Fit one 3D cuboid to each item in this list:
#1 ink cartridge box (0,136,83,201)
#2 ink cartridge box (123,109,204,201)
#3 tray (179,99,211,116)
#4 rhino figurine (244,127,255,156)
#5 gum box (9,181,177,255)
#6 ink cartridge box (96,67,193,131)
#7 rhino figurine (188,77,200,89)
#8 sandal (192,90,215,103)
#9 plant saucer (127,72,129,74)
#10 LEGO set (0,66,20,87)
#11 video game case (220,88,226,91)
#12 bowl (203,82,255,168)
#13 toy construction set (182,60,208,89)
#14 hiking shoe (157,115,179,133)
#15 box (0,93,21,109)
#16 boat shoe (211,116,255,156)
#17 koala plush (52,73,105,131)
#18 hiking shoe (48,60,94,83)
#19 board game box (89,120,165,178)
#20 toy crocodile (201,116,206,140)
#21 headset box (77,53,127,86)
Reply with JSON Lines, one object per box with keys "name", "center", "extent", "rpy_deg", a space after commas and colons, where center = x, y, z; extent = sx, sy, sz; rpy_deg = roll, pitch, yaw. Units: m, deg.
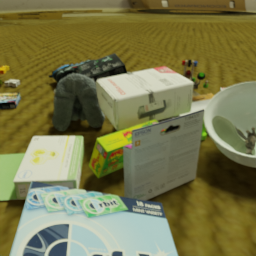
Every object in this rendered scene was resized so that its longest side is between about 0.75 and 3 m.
{"name": "ink cartridge box", "center": [-2.563, 0.966, 7.093], "extent": [2.724, 0.653, 1.982], "rpy_deg": [0, 29, -4]}
{"name": "ink cartridge box", "center": [0.794, 0.603, 6.317], "extent": [1.928, 1.964, 0.425], "rpy_deg": [-15, 30, -27]}
{"name": "tray", "center": [2.290, -0.566, 9.695], "extent": [1.963, 0.218, 1.054], "rpy_deg": [-8, 32, 27]}
{"name": "rhino figurine", "center": [3.087, 0.414, 7.082], "extent": [0.244, 0.357, 0.816], "rpy_deg": [2, 60, 35]}
{"name": "gum box", "center": [-0.442, 2.152, 4.072], "extent": [2.530, 0.663, 2.978], "rpy_deg": [13, 26, -14]}
{"name": "ink cartridge box", "center": [0.446, -0.973, 8.503], "extent": [2.446, 1.037, 1.781], "rpy_deg": [-13, 31, -18]}
{"name": "rhino figurine", "center": [2.055, -1.540, 10.996], "extent": [1.646, 0.720, 0.492], "rpy_deg": [-21, 13, 12]}
{"name": "sandal", "center": [2.811, -1.007, 10.525], "extent": [1.153, 0.775, 2.870], "rpy_deg": [-10, 30, -17]}
{"name": "plant saucer", "center": [-0.175, -2.358, 13.416], "extent": [1.641, 0.412, 1.641], "rpy_deg": [0, 28, 0]}
{"name": "LEGO set", "center": [-6.162, -2.540, 13.276], "extent": [2.268, 0.865, 0.931], "rpy_deg": [6, 25, 9]}
{"name": "video game case", "center": [5.127, -1.182, 11.442], "extent": [2.484, 0.217, 1.776], "rpy_deg": [5, 29, 8]}
{"name": "bowl", "center": [3.514, 0.086, 7.605], "extent": [2.811, 1.263, 2.811], "rpy_deg": [-10, 44, 10]}
{"name": "toy construction set", "center": [2.346, -1.968, 12.219], "extent": [1.797, 1.381, 1.498], "rpy_deg": [-11, 62, 1]}
{"name": "hiking shoe", "center": [0.758, -0.457, 9.459], "extent": [2.244, 0.835, 0.973], "rpy_deg": [10, 28, 14]}
{"name": "box", "center": [-5.160, -1.066, 11.161], "extent": [1.498, 0.282, 1.023], "rpy_deg": [-4, 29, -8]}
{"name": "boat shoe", "center": [2.834, 0.238, 7.596], "extent": [1.436, 0.512, 0.432], "rpy_deg": [49, 22, 11]}
{"name": "koala plush", "center": [-1.803, -1.063, 9.882], "extent": [1.782, 1.847, 2.010], "rpy_deg": [-5, 17, -10]}
{"name": "hiking shoe", "center": [-2.408, -2.835, 13.640], "extent": [2.734, 1.017, 1.185], "rpy_deg": [-20, 35, -32]}
{"name": "board game box", "center": [0.003, 0.506, 7.270], "extent": [1.965, 0.998, 0.468], "rpy_deg": [-18, 53, -38]}
{"name": "toy crocodile", "center": [1.876, 0.119, 8.531], "extent": [0.666, 0.728, 2.156], "rpy_deg": [17, 30, 37]}
{"name": "headset box", "center": [-1.126, -2.294, 12.212], "extent": [1.900, 1.012, 2.183], "rpy_deg": [-21, 32, -5]}
